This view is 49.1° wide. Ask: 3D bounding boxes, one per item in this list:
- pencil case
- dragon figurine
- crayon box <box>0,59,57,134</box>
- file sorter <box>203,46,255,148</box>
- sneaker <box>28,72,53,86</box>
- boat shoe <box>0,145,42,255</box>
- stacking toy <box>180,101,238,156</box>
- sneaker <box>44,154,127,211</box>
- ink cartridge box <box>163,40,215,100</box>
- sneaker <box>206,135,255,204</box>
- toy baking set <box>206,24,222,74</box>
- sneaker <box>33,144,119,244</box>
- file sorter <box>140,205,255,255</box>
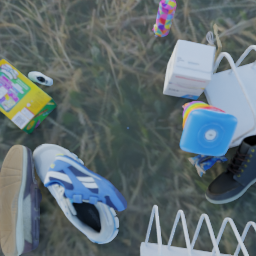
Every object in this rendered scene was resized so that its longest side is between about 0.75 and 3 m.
[{"bbox_3d":[0.981,-2.998,7.677,0.483,1.092,0.483,3,65,-7],"label":"pencil case"},{"bbox_3d":[1.926,0.685,6.543,0.889,1.788,0.526,-36,73,8],"label":"dragon figurine"},{"bbox_3d":[-3.007,-0.853,7.515,1.861,0.542,1.105,39,78,10],"label":"crayon box"},{"bbox_3d":[3.734,-1.045,6.910,2.958,1.842,2.053,-16,75,-5],"label":"file sorter"},{"bbox_3d":[-2.404,-1.356,7.542,0.782,0.277,0.286,19,94,20],"label":"sneaker"},{"bbox_3d":[-2.489,1.676,6.657,0.903,0.814,2.511,-13,74,35],"label":"boat shoe"},{"bbox_3d":[1.625,-0.221,6.420,1.056,1.819,0.998,10,113,-6],"label":"stacking toy"},{"bbox_3d":[-0.867,1.256,5.665,1.788,0.661,0.735,29,63,7],"label":"sneaker"},{"bbox_3d":[1.545,-1.462,7.270,0.961,1.305,0.944,11,75,-1],"label":"ink cartridge box"},{"bbox_3d":[2.571,0.926,6.672,1.940,0.725,1.030,-32,119,-10],"label":"sneaker"},{"bbox_3d":[2.257,-2.091,7.549,0.143,1.227,0.942,-6,46,-8],"label":"toy baking set"},{"bbox_3d":[-1.276,1.422,6.528,1.084,1.253,2.892,-42,77,-9],"label":"sneaker"},{"bbox_3d":[1.510,2.659,5.624,2.291,1.590,1.427,10,113,-2],"label":"file sorter"}]
